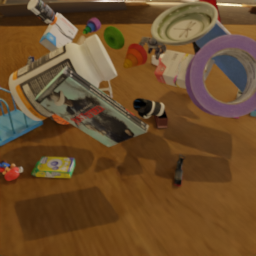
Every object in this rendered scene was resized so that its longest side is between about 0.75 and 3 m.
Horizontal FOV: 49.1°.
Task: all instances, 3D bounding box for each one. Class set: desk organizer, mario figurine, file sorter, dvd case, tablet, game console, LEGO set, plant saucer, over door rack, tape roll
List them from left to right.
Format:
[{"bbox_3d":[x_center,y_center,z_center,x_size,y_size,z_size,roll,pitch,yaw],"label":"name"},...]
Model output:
[{"bbox_3d":[-4.992,-0.528,10.774,1.774,1.569,2.557,20,37,31],"label":"file sorter"},{"bbox_3d":[-3.794,1.220,8.858,1.100,0.583,0.679,22,38,35],"label":"mario figurine"},{"bbox_3d":[-0.930,-0.368,6.928,1.757,2.407,0.265,-23,38,49],"label":"dvd case"},{"bbox_3d":[-1.737,-2.284,14.239,1.681,0.758,2.276,-6,53,-9],"label":"over door rack"},{"bbox_3d":[1.361,-0.477,11.738,0.430,0.462,1.199,-2,31,-3],"label":"desk organizer"},{"bbox_3d":[1.885,-3.378,9.422,2.205,0.553,2.205,-12,49,15],"label":"plant saucer"},{"bbox_3d":[3.559,-4.270,12.385,1.484,2.501,2.155,-11,3,30],"label":"game console"},{"bbox_3d":[2.979,-1.506,8.472,2.367,2.367,1.006,3,4,4],"label":"tape roll"},{"bbox_3d":[3.573,-2.646,10.081,0.204,1.943,2.985,-36,75,-8],"label":"tablet"},{"bbox_3d":[5.494,-1.439,12.717,1.011,1.088,2.651,12,33,17],"label":"LEGO set"}]

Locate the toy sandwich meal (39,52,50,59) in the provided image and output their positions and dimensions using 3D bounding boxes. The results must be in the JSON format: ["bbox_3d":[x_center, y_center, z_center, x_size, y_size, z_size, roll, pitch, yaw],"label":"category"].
[{"bbox_3d":[-2.620,-1.936,10.217,1.767,1.767,0.605,-7,41,-11],"label":"toy sandwich meal"}]

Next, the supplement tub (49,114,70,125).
[{"bbox_3d":[-2.940,-1.151,11.938,1.412,1.412,2.305,-14,35,-22],"label":"supplement tub"}]

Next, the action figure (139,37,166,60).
[{"bbox_3d":[0.964,-3.060,10.610,1.031,0.550,1.585,24,5,8],"label":"action figure"}]

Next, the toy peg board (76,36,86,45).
[{"bbox_3d":[-1.846,-2.582,11.450,0.776,1.587,1.580,-16,43,35],"label":"toy peg board"}]

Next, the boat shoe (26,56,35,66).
[{"bbox_3d":[-6.160,-4.039,17.438,0.492,0.612,1.319,0,31,-1],"label":"boat shoe"}]

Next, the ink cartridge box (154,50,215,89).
[{"bbox_3d":[2.307,-2.295,11.337,2.138,0.721,1.245,21,75,30],"label":"ink cartridge box"}]

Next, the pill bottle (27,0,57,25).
[{"bbox_3d":[-2.941,-4.017,9.753,0.529,0.529,0.996,30,-2,39],"label":"pill bottle"}]

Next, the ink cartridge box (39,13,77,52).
[{"bbox_3d":[-2.763,-3.909,11.499,0.578,0.988,1.703,-8,55,47],"label":"ink cartridge box"}]

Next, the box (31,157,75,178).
[{"bbox_3d":[-2.427,1.261,9.053,1.273,0.308,0.747,0,31,3],"label":"box"}]

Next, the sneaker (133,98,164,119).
[{"bbox_3d":[0.453,-0.683,9.013,0.844,0.551,1.509,16,-8,-22],"label":"sneaker"}]

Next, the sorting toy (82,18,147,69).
[{"bbox_3d":[-0.488,-2.453,8.407,2.177,0.755,0.750,37,60,5],"label":"sorting toy"}]

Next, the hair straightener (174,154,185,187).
[{"bbox_3d":[1.669,1.240,8.875,0.272,0.511,1.327,8,32,17],"label":"hair straightener"}]

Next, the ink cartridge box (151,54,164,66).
[{"bbox_3d":[2.275,-4.386,18.088,1.261,0.522,0.924,-14,34,-22],"label":"ink cartridge box"}]

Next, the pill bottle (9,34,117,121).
[{"bbox_3d":[-1.987,-1.576,8.789,2.999,1.745,1.745,-26,32,6],"label":"pill bottle"}]
